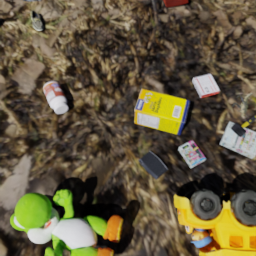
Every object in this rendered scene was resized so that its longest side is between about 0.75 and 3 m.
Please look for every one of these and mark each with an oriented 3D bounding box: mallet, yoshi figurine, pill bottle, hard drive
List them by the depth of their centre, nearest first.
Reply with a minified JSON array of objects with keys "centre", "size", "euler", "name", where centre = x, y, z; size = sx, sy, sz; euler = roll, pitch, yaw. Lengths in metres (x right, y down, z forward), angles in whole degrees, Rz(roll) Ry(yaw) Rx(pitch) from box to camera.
[{"centre":[-1.699,2.503,7.155],"size":[2.967,1.668,1.661],"euler":[14,98,8],"name":"yoshi figurine"},{"centre":[0.805,1.177,8.998],"size":[0.581,0.182,0.862],"euler":[-37,68,-20],"name":"hard drive"},{"centre":[4.038,-0.081,9.419],"size":[1.430,0.294,0.471],"euler":[-19,59,-32],"name":"mallet"},{"centre":[-2.544,-1.057,9.925],"size":[0.621,0.621,1.107],"euler":[-24,65,-12],"name":"pill bottle"}]

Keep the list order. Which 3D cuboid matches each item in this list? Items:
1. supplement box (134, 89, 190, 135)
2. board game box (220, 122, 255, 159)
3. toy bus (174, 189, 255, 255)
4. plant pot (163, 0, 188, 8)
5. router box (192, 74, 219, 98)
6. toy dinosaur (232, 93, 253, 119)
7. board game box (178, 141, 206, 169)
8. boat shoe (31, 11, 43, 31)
[{"centre":[1.116,-0.528,9.486],"size":[1.660,0.904,0.909],"euler":[15,63,8],"name":"supplement box"},{"centre":[3.747,0.402,9.315],"size":[1.127,0.362,0.831],"euler":[25,66,13],"name":"board game box"},{"centre":[2.517,2.845,7.489],"size":[2.489,1.689,2.390],"euler":[1,78,3],"name":"toy bus"},{"centre":[1.911,-5.875,12.101],"size":[0.949,1.077,1.076],"euler":[-24,80,13],"name":"plant pot"},{"centre":[2.888,-1.562,10.426],"size":[0.725,0.197,0.808],"euler":[-14,63,-7],"name":"router box"},{"centre":[4.080,-0.867,10.022],"size":[0.552,0.297,1.253],"euler":[27,65,-3],"name":"toy dinosaur"},{"centre":[2.077,0.858,9.146],"size":[0.554,0.241,0.751],"euler":[-26,66,-12],"name":"board game box"},{"centre":[-3.887,-4.543,11.860],"size":[0.390,0.326,1.090],"euler":[-18,60,-19],"name":"boat shoe"}]
